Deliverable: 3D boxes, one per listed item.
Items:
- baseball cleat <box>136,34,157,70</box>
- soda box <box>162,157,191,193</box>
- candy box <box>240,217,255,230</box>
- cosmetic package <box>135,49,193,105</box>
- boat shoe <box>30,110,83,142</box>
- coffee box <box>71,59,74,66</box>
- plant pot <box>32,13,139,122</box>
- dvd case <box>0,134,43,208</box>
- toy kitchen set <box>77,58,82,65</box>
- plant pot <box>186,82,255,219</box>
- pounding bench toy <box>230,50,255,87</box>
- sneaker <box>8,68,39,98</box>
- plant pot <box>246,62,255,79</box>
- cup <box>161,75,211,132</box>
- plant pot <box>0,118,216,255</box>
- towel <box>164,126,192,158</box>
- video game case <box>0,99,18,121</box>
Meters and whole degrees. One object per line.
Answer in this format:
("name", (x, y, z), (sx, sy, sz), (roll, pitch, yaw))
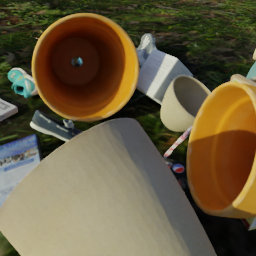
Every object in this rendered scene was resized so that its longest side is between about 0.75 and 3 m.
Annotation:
("baseball cleat", (0.582, -3.379, 12.238), (1.521, 0.997, 2.858), (-5, 36, -7))
("soda box", (0.895, 1.055, 6.609), (1.498, 0.474, 0.530), (11, 41, 15))
("candy box", (3.074, 1.496, 5.981), (1.688, 0.467, 0.975), (-6, 38, -13))
("cosmetic package", (1.105, -1.573, 9.135), (1.146, 1.378, 1.153), (38, 8, 41))
("boat shoe", (-1.754, -0.021, 7.549), (1.640, 0.507, 0.614), (22, 14, -19))
("coffee box", (-2.885, -2.282, 11.004), (0.966, 0.673, 1.689), (8, 37, 10))
("plant pot", (-1.498, -1.997, 8.917), (2.968, 2.968, 2.717), (-11, 22, -15))
("dvd case", (-2.683, 1.047, 6.570), (1.445, 0.178, 2.025), (-20, 44, -10))
("toy kitchen set", (-1.482, -2.941, 10.907), (1.383, 1.108, 0.815), (-34, 61, 11))
("plant pot", (2.586, 0.533, 5.202), (2.164, 2.364, 2.364), (11, 35, -11))
("pounding bench toy", (4.103, -0.954, 7.373), (2.206, 2.828, 1.757), (-18, 40, -22))
("sneaker", (-3.894, -1.625, 10.141), (1.853, 0.718, 0.738), (31, 55, 35))
("plant pot", (4.705, -1.557, 9.370), (1.222, 1.815, 1.815), (-31, 27, 25))
("cup", (1.580, -0.520, 8.003), (1.599, 1.143, 1.599), (18, 50, -23))
("plant pot", (0.051, 1.789, 4.098), (2.665, 2.665, 2.846), (-28, 67, -33))
("towel", (1.266, 0.363, 6.954), (0.134, 0.893, 0.653), (44, 42, 10))
("video game case", (-5.039, -0.476, 8.918), (2.196, 0.242, 2.001), (22, 42, 26))
